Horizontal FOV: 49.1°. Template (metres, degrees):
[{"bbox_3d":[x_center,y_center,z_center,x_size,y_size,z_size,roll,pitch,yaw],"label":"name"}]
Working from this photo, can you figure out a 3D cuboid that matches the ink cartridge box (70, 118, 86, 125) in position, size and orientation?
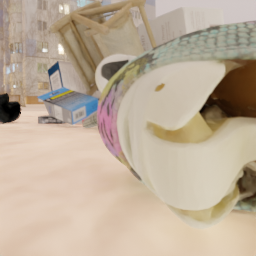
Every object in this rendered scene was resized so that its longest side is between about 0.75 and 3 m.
[{"bbox_3d":[-1.265,-0.333,9.040,1.031,0.430,0.748,-5,3,-43],"label":"ink cartridge box"}]

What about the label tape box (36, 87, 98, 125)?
[{"bbox_3d":[-1.773,-0.683,8.252,1.484,0.470,1.070,21,35,32],"label":"label tape box"}]

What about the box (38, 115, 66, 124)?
[{"bbox_3d":[-2.610,-0.311,9.992,0.846,0.267,1.073,1,5,4],"label":"box"}]

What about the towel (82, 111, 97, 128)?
[{"bbox_3d":[0.277,-0.818,7.284,2.337,0.419,2.427,-18,11,45],"label":"towel"}]

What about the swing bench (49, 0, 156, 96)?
[{"bbox_3d":[-0.562,-2.412,9.105,2.831,2.816,1.837,21,58,42],"label":"swing bench"}]

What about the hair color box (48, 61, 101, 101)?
[{"bbox_3d":[-1.726,-1.704,11.487,0.875,1.445,2.890,-23,-16,41],"label":"hair color box"}]

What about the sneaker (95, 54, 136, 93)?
[{"bbox_3d":[0.239,-0.333,4.650,1.051,0.974,2.593,-9,-20,32],"label":"sneaker"}]

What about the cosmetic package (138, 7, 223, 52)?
[{"bbox_3d":[1.880,-2.949,9.891,1.921,1.933,2.310,-14,11,-33],"label":"cosmetic package"}]

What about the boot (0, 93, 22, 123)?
[{"bbox_3d":[-5.351,-0.696,9.409,2.408,1.094,2.866,-3,-3,17],"label":"boot"}]

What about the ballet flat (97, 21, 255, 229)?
[{"bbox_3d":[0.776,0.061,1.163,2.921,1.010,1.039,3,24,34],"label":"ballet flat"}]
